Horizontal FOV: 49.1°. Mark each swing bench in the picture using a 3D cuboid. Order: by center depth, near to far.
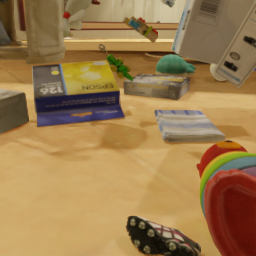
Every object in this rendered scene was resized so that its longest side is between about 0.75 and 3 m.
[{"bbox_3d":[-3.132,-3.236,7.680,2.642,2.628,1.714,3,25,-3],"label":"swing bench"}]

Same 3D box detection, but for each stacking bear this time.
[{"bbox_3d":[1.703,0.901,4.280,1.490,1.395,2.453,-3,11,5],"label":"stacking bear"}]

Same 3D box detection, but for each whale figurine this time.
[{"bbox_3d":[2.594,-3.239,14.777,2.036,1.328,2.560,19,29,40],"label":"whale figurine"}]

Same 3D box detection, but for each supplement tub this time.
[{"bbox_3d":[4.937,-3.131,14.933,1.023,1.023,1.411,3,22,8],"label":"supplement tub"}]

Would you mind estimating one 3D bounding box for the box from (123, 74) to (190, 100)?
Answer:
[{"bbox_3d":[1.283,-1.857,12.269,2.436,0.589,1.929,9,23,23],"label":"box"}]

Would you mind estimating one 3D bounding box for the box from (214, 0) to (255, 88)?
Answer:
[{"bbox_3d":[2.761,-2.019,5.727,0.721,2.399,1.399,37,73,12],"label":"box"}]

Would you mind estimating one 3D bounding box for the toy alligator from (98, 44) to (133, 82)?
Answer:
[{"bbox_3d":[-0.401,-1.947,8.553,0.432,1.456,0.395,-49,13,-17],"label":"toy alligator"}]

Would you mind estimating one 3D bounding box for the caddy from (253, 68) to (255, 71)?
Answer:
[{"bbox_3d":[3.993,-2.419,7.850,1.382,1.955,1.026,3,2,-7],"label":"caddy"}]

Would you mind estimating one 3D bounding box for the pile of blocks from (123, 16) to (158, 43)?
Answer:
[{"bbox_3d":[0.323,-2.349,6.425,0.998,0.310,0.410,38,7,13],"label":"pile of blocks"}]

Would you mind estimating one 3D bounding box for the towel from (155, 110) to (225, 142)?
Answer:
[{"bbox_3d":[1.712,-0.139,8.340,1.690,0.274,2.301,0,21,-2],"label":"towel"}]

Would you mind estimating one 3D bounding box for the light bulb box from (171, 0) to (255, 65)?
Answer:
[{"bbox_3d":[2.589,-3.436,8.447,1.753,2.785,2.810,15,19,-1],"label":"light bulb box"}]

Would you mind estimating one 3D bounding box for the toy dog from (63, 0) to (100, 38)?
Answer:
[{"bbox_3d":[-1.815,-4.305,10.504,1.086,2.255,1.487,23,10,-14],"label":"toy dog"}]

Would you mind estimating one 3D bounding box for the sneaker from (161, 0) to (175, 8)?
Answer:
[{"bbox_3d":[1.493,-4.537,9.534,0.463,0.841,1.149,10,24,44],"label":"sneaker"}]

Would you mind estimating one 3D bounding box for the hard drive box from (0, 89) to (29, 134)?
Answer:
[{"bbox_3d":[-4.652,-0.503,8.241,2.602,0.999,2.028,11,24,25],"label":"hard drive box"}]

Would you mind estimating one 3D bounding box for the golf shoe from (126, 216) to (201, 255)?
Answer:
[{"bbox_3d":[0.469,1.566,3.937,1.113,0.429,0.490,21,12,33],"label":"golf shoe"}]

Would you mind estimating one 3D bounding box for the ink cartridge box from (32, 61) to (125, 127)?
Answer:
[{"bbox_3d":[-1.780,-1.311,9.567,2.799,0.666,2.833,-7,41,-16],"label":"ink cartridge box"}]
